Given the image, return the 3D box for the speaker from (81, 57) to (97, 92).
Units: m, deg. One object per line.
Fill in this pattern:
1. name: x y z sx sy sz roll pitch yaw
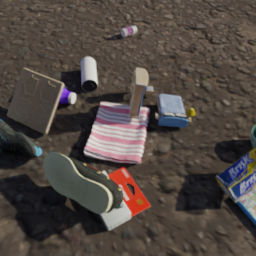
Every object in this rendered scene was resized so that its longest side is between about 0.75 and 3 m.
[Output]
1. speaker: -1.765 -2.416 12.607 0.709 0.709 1.746 -6 49 -5

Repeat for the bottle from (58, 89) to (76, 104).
1. bottle: -3.164 -1.433 11.772 1.938 0.633 0.810 15 47 13

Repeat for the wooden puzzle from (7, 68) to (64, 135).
1. wooden puzzle: -3.580 -1.051 10.952 2.232 0.517 2.068 23 96 23

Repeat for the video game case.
1. video game case: 4.665 2.316 8.727 2.223 0.198 1.591 -22 52 -19

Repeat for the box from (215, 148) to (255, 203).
1. box: 3.855 1.292 8.664 2.169 0.760 0.697 -36 30 -1

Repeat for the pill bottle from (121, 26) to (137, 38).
1. pill bottle: 0.060 -5.282 15.329 0.836 0.469 0.469 -26 53 -21

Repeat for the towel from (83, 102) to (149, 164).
1. towel: -0.350 0.056 10.594 2.084 0.426 2.848 8 48 6

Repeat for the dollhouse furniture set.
1. dollhouse furniture set: 1.370 -1.422 10.967 2.424 1.582 2.289 7 43 -5

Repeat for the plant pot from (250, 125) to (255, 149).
1. plant pot: 4.871 0.458 10.048 1.051 0.704 1.051 0 49 0

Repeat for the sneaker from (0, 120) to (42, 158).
1. sneaker: -4.099 0.599 9.964 2.433 0.891 0.997 24 69 26

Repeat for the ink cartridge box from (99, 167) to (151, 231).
1. ink cartridge box: -0.372 2.083 8.818 1.523 0.382 1.755 -25 53 -18

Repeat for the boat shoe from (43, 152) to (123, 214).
1. boat shoe: -1.439 1.601 8.476 2.893 1.058 0.907 25 9 29
